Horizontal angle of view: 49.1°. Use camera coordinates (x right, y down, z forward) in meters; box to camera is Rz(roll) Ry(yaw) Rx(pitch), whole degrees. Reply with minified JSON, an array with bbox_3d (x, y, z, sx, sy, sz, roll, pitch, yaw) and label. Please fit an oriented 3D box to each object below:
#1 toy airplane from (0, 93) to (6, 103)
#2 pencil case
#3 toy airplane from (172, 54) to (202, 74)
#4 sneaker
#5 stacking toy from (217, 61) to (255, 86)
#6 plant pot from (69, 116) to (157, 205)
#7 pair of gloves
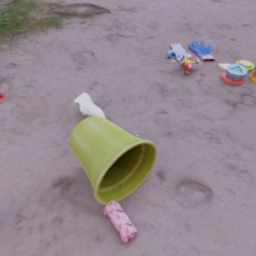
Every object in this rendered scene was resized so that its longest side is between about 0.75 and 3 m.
[{"bbox_3d":[-6.383,-1.389,12.701,1.699,0.313,1.699,0,39,0],"label":"toy airplane"},{"bbox_3d":[-0.233,2.718,8.105,0.539,0.516,1.246,-26,50,-22],"label":"pencil case"},{"bbox_3d":[3.045,-3.391,14.398,1.220,0.865,1.226,33,45,33],"label":"toy airplane"},{"bbox_3d":[-1.563,-0.678,11.611,0.693,0.608,1.730,-36,70,-22],"label":"sneaker"},{"bbox_3d":[5.773,-3.073,14.041,2.306,0.974,2.087,-6,43,-7],"label":"stacking toy"},{"bbox_3d":[-0.667,0.785,8.790,2.337,2.337,2.149,-29,52,-28],"label":"plant pot"},{"bbox_3d":[3.532,-4.342,15.912,2.780,0.317,2.235,-4,43,-6],"label":"pair of gloves"}]
